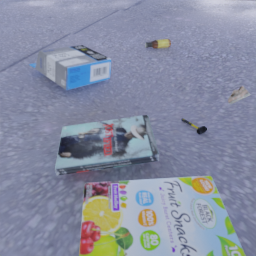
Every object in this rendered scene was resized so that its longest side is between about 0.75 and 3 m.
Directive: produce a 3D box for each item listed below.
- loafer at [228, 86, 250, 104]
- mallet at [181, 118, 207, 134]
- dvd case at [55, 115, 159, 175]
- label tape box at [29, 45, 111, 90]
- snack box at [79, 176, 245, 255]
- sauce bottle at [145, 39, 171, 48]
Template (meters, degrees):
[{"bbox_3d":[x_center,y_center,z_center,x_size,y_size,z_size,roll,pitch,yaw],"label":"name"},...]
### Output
[{"bbox_3d":[3.465,-1.055,8.930,1.226,0.441,0.385,-20,82,-44],"label":"loafer"},{"bbox_3d":[2.089,-0.102,8.887,0.303,0.190,0.921,-20,38,-23],"label":"mallet"},{"bbox_3d":[-0.593,0.396,7.674,2.591,0.285,1.892,-7,35,-1],"label":"dvd case"},{"bbox_3d":[-2.413,-2.666,11.286,2.090,0.917,2.898,-23,43,-39],"label":"label tape box"},{"bbox_3d":[0.523,1.988,5.633,2.872,0.761,2.042,-2,37,-3],"label":"snack box"},{"bbox_3d":[1.495,-4.216,14.050,1.253,0.414,0.414,-7,38,-11],"label":"sauce bottle"}]
